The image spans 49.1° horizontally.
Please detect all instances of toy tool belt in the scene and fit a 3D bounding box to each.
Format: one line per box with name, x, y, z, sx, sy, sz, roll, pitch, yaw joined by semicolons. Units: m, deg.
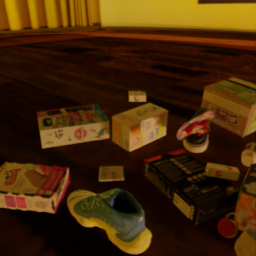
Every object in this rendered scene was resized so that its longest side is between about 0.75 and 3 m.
toy tool belt;3.164;2.940;6.754;1.158;1.177;1.885;20;13;-41

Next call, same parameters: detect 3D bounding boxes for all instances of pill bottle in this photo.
pill bottle;4.729;1.046;10.809;0.614;0.614;1.027;17;31;30

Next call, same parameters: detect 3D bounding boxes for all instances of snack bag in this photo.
snack bag;-0.605;1.654;10.173;0.907;0.097;0.855;-2;27;-3

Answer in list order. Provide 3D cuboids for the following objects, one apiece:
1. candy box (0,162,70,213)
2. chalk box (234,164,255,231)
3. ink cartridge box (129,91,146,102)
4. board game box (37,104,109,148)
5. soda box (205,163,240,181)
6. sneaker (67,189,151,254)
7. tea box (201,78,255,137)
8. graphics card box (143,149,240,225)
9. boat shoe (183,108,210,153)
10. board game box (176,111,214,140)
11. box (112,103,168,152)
candy box;-3.225;1.871;9.052;2.291;0.699;1.563;3;27;6
chalk box;4.034;2.000;8.138;1.328;1.318;2.127;15;29;30
ink cartridge box;0.542;-1.901;16.913;1.023;0.431;0.747;0;27;0
board game box;-2.565;-0.149;12.865;2.938;0.944;2.168;-8;28;-18
soda box;3.008;1.398;8.951;0.985;0.314;0.335;10;22;2
sneaker;-0.583;2.085;7.682;2.931;1.540;1.110;19;33;33
tea box;5.395;-1.117;13.769;2.529;1.717;2.570;-21;38;-34
graphics card box;1.959;1.770;9.197;1.758;0.713;2.802;-12;28;-28
boat shoe;3.062;-0.024;12.408;1.064;1.047;2.951;8;31;14
board game box;2.743;0.038;11.038;1.731;1.367;0.337;-28;61;-5
box;0.520;-0.077;12.278;2.286;1.286;1.158;-21;36;-37
